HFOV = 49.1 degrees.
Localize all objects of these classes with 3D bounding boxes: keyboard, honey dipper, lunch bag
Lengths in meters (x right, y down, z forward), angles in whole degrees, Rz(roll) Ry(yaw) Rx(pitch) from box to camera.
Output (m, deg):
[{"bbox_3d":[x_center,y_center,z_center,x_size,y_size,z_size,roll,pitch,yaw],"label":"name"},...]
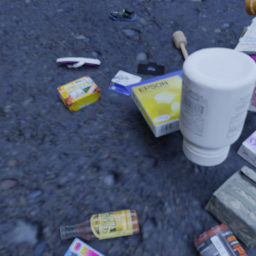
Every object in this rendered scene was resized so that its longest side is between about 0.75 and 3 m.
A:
[{"bbox_3d":[0.899,-2.293,10.813,1.085,0.139,0.651,6,59,4],"label":"keyboard"},{"bbox_3d":[2.301,-2.831,11.047,0.491,0.491,2.584,-8,55,-6],"label":"honey dipper"},{"bbox_3d":[3.127,1.848,7.086,1.752,1.030,1.437,-30,56,-29],"label":"lunch bag"}]

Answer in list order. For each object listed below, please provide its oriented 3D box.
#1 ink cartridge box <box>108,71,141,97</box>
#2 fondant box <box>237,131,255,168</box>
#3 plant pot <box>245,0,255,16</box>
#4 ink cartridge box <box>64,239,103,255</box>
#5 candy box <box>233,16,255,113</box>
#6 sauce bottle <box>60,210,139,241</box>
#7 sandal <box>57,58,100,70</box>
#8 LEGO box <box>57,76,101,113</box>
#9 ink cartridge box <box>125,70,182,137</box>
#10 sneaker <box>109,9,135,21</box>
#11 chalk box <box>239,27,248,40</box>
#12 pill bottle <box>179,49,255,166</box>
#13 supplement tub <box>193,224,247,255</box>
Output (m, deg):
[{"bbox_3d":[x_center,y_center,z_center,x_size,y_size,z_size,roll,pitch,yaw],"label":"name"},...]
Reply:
[{"bbox_3d":[-0.124,-1.641,10.270,0.920,0.187,0.922,22,56,16],"label":"ink cartridge box"},{"bbox_3d":[4.409,0.811,8.163,1.347,0.544,1.867,-35,59,-24],"label":"fondant box"},{"bbox_3d":[4.125,-3.838,8.564,0.765,0.765,0.700,-27,31,-19],"label":"plant pot"},{"bbox_3d":[-1.155,3.408,6.168,1.020,0.571,1.495,24,58,18],"label":"ink cartridge box"},{"bbox_3d":[3.738,-1.969,7.601,0.838,1.872,2.746,14,52,37],"label":"candy box"},{"bbox_3d":[-0.688,2.439,6.885,1.872,0.618,0.618,-9,53,-6],"label":"sauce bottle"},{"bbox_3d":[-1.914,-2.429,10.713,1.657,0.674,0.407,1,93,0],"label":"sandal"},{"bbox_3d":[-1.692,-1.182,9.736,1.211,0.467,0.902,-28,58,-20],"label":"LEGO box"},{"bbox_3d":[1.338,-0.970,7.919,2.292,0.545,2.319,-18,50,-12],"label":"ink cartridge box"},{"bbox_3d":[-0.247,-5.227,12.827,1.193,0.494,0.423,6,51,5],"label":"sneaker"},{"bbox_3d":[4.798,-2.958,10.658,1.206,1.200,1.939,12,52,11],"label":"chalk box"},{"bbox_3d":[1.747,-0.324,5.866,1.333,2.331,1.333,-3,44,3],"label":"pill bottle"},{"bbox_3d":[2.267,3.110,6.159,0.933,0.933,1.745,-20,55,-15],"label":"supplement tub"}]
